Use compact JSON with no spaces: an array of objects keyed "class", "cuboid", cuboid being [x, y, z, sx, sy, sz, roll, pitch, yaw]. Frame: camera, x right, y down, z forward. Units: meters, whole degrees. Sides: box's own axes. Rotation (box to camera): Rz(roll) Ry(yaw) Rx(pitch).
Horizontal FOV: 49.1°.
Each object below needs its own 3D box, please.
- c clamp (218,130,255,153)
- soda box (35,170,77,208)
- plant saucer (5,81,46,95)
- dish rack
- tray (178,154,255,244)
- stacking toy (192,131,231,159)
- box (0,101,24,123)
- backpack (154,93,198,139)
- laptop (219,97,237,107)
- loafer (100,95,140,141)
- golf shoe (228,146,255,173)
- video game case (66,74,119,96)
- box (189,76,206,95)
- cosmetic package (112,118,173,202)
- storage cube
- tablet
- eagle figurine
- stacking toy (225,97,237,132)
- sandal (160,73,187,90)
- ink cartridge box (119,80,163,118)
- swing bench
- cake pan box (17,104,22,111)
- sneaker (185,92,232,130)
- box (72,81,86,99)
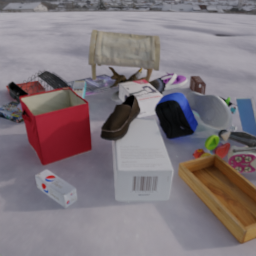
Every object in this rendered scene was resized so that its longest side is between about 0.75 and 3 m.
[{"class":"c clamp","cuboid":[3.867,0.368,9.112,2.241,0.355,2.623,1,9,-7]},{"class":"soda box","cuboid":[-1.951,1.613,7.544,1.275,0.434,0.406,21,35,34]},{"class":"plant saucer","cuboid":[-5.136,-1.872,14.065,1.657,0.305,1.660,-15,33,-26]},{"class":"dish rack","cuboid":[-3.615,-1.617,12.104,1.970,0.701,2.568,39,48,1]},{"class":"tray","cuboid":[2.580,1.693,7.367,1.311,0.492,2.658,-11,30,-19]},{"class":"stacking toy","cuboid":[2.622,0.546,8.813,1.183,1.071,0.500,-15,35,-26]},{"class":"box","cuboid":[-4.778,-0.684,11.897,1.519,0.286,1.038,15,32,26]},{"class":"backpack","cuboid":[1.661,-0.517,9.985,1.200,1.476,1.239,-19,24,34]},{"class":"laptop","cuboid":[3.961,-0.920,11.553,0.904,0.467,0.801,-35,39,-9]},{"class":"loafer","cuboid":[-0.267,-0.372,8.470,0.749,0.732,2.051,8,37,22]},{"class":"golf shoe","cuboid":[4.141,0.894,8.521,2.177,0.820,0.996,6,26,8]},{"class":"video game case","cuboid":[-1.880,-2.289,14.892,2.673,0.254,1.909,-19,34,-32]},{"class":"box","cuboid":[3.493,-2.114,14.124,0.498,0.666,1.330,-1,29,-1]},{"class":"cosmetic package","cuboid":[0.287,0.792,8.376,1.499,1.092,2.949,1,27,-4]},{"class":"storage cube","cuboid":[-2.399,-0.119,9.303,1.998,1.796,1.708,-18,34,-28]},{"class":"tablet","cuboid":[3.944,-0.380,9.211,0.133,1.268,1.949,-13,3,10]},{"class":"eagle figurine","cuboid":[0.398,-2.147,13.684,2.420,1.836,1.826,14,-29,-39]},{"class":"stacking toy","cuboid":[3.779,-0.455,10.290,0.890,1.181,0.277,13,14,-30]},{"class":"sandal","cuboid":[2.068,-2.539,14.836,2.933,0.721,1.193,-21,35,-33]},{"class":"ink cartridge box","cuboid":[0.569,-1.324,12.320,1.332,0.776,1.840,-13,39,-23]},{"class":"swing bench","cuboid":[-0.205,-3.250,12.564,2.874,1.875,2.889,5,-3,-5]},{"class":"cake pan box","cuboid":[-3.794,-0.800,10.758,0.766,0.705,0.200,46,22,-5]},{"class":"sneaker","cuboid":[3.276,-0.523,10.046,1.626,1.014,2.757,20,15,-20]},{"class":"box","cuboid":[-2.182,-1.534,12.315,0.523,0.313,1.272,0,51,2]}]
